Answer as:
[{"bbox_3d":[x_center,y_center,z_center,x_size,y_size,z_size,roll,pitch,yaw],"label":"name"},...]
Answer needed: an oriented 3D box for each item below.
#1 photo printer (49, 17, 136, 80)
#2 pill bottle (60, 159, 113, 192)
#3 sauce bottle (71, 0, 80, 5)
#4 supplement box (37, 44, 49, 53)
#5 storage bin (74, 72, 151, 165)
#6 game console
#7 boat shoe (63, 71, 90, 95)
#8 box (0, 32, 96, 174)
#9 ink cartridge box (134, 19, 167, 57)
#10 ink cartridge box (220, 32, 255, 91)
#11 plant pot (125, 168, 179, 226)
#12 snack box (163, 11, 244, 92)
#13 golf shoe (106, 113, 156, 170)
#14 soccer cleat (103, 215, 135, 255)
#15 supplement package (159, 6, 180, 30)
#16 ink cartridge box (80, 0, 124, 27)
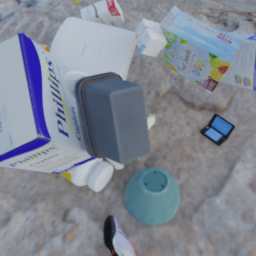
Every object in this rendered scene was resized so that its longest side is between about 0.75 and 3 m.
[{"bbox_3d":[-1.298,-2.491,9.671,2.783,0.967,2.316,16,83,5],"label":"photo printer"},{"bbox_3d":[-1.678,1.066,9.115,2.318,1.298,1.298,29,56,22],"label":"pill bottle"},{"bbox_3d":[-1.640,-4.083,8.607,0.297,0.917,0.297,0,93,-6],"label":"sauce bottle"},{"bbox_3d":[-4.648,-3.669,13.588,1.337,0.491,0.842,9,50,8],"label":"supplement box"},{"bbox_3d":[-0.171,-0.187,6.290,1.449,1.991,1.337,-18,22,-28],"label":"storage bin"},{"bbox_3d":[3.316,0.064,10.452,0.821,0.543,0.933,-35,58,-26],"label":"game console"},{"bbox_3d":[-0.851,-0.661,6.795,0.639,1.776,0.608,-31,44,12],"label":"boat shoe"},{"bbox_3d":[-2.228,-0.401,7.342,1.541,2.937,2.701,-22,71,15],"label":"box"},{"bbox_3d":[0.610,-2.661,8.186,0.589,0.605,0.941,2,57,-32],"label":"ink cartridge box"},{"bbox_3d":[3.516,-2.287,9.369,0.582,1.655,2.774,-26,34,-24],"label":"ink cartridge box"},{"bbox_3d":[0.767,1.891,8.525,1.742,1.173,1.742,0,50,0],"label":"plant pot"},{"bbox_3d":[2.149,-2.231,8.643,2.010,2.383,0.806,31,82,9],"label":"snack box"},{"bbox_3d":[0.135,0.440,10.023,2.866,1.122,1.394,-32,100,-41],"label":"golf shoe"},{"bbox_3d":[-0.198,3.300,7.811,0.681,0.634,1.860,12,33,-31],"label":"soccer cleat"},{"bbox_3d":[1.687,-3.985,10.451,0.509,0.839,0.503,10,37,-56],"label":"supplement package"},{"bbox_3d":[-0.956,-4.169,10.434,1.354,0.994,0.561,-16,75,13],"label":"ink cartridge box"}]
